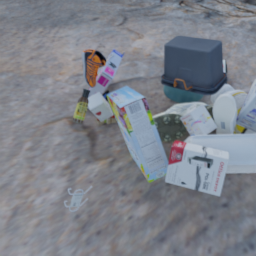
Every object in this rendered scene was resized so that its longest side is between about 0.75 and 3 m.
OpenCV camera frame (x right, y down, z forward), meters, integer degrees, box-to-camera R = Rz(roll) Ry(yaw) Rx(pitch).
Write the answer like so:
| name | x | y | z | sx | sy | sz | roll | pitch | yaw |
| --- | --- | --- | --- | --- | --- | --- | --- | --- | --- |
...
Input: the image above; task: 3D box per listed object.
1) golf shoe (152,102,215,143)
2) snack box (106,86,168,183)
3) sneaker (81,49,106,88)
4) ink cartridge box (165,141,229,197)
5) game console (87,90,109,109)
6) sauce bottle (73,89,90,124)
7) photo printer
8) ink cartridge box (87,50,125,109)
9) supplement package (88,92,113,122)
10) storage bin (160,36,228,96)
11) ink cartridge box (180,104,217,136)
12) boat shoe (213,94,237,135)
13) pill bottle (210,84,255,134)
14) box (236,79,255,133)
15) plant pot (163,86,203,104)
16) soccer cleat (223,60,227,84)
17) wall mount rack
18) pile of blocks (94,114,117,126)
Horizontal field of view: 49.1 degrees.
| name | x | y | z | sx | sy | sz | roll | pitch | yaw |
| --- | --- | --- | --- | --- | --- | --- | --- | --- | --- |
| golf shoe | 1.763 | -0.313 | 10.384 | 2.866 | 1.122 | 1.394 | -11 | 28 | -15 |
| snack box | 0.275 | 0.112 | 8.311 | 0.806 | 2.383 | 2.010 | -25 | 20 | -6 |
| sneaker | -1.029 | -1.834 | 8.810 | 0.700 | 1.249 | 0.484 | 7 | 36 | 20 |
| ink cartridge box | 1.680 | 0.970 | 6.852 | 1.354 | 0.994 | 0.561 | 12 | 15 | 16 |
| game console | -1.255 | -1.154 | 11.272 | 0.543 | 0.821 | 0.933 | 36 | 38 | -28 |
| sauce bottle | -1.220 | -0.581 | 7.424 | 0.297 | 0.917 | 0.297 | 15 | 5 | -1 |
| photo printer | 2.995 | 0.811 | 8.240 | 2.783 | 2.316 | 0.967 | -1 | 76 | 1 |
| ink cartridge box | -0.956 | -2.065 | 11.169 | 0.582 | 1.655 | 2.774 | 34 | 34 | -11 |
| supplement package | -0.924 | -0.674 | 9.160 | 0.509 | 0.839 | 0.503 | -28 | 57 | 8 |
| storage bin | 1.935 | -1.981 | 8.662 | 1.991 | 1.337 | 1.449 | 21 | 48 | 36 |
| ink cartridge box | 2.066 | -0.211 | 8.402 | 0.589 | 0.605 | 0.941 | -30 | 86 | -25 |
| boat shoe | 2.913 | -0.391 | 8.196 | 0.639 | 1.776 | 0.608 | 8 | 50 | 33 |
| pill bottle | 4.059 | -0.555 | 10.207 | 1.298 | 1.298 | 2.318 | -16 | 47 | -15 |
| box | 4.545 | -1.368 | 7.823 | 1.541 | 2.937 | 2.701 | 27 | 77 | 13 |
| plant pot | 2.391 | -2.010 | 11.714 | 1.742 | 1.173 | 1.742 | 0 | 46 | 0 |
| soccer cleat | 4.065 | -2.368 | 12.540 | 0.681 | 0.634 | 1.860 | -4 | 44 | 24 |
| wall mount rack | -1.404 | 1.987 | 8.038 | 0.758 | 0.872 | 0.325 | 4 | 32 | -30 |
| pile of blocks | -0.690 | -0.416 | 10.589 | 1.200 | 0.373 | 0.493 | -6 | 52 | -8 |
